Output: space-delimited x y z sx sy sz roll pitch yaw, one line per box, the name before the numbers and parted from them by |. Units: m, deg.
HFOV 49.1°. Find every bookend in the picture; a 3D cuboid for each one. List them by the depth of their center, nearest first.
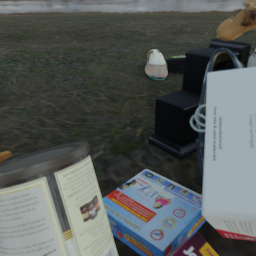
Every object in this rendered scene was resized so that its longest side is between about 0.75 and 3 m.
bookend | 1.566 -0.744 6.214 2.108 2.121 0.977 -20 32 -35

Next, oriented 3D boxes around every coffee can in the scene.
coffee can | -0.748 1.021 2.839 1.113 1.520 1.113 -14 5 1

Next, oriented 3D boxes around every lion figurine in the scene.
lion figurine | 2.065 -1.922 4.987 1.067 1.742 0.631 -38 86 -24

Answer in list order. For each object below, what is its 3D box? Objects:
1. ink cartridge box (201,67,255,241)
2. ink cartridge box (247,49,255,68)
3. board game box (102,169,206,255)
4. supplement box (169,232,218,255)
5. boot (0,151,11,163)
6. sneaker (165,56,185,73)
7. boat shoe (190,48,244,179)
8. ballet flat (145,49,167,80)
ink cartridge box | 1.989 0.352 2.855 2.160 1.570 1.562 -2 62 25
ink cartridge box | 3.167 -1.367 6.176 0.537 1.251 0.916 5 38 -29
board game box | 0.371 1.239 4.174 1.263 0.353 1.236 22 34 37
supplement box | 0.494 1.694 2.813 1.166 0.499 0.643 -24 61 -40
boot | -2.416 0.774 4.577 1.253 0.456 1.331 -24 9 32
sneaker | 2.642 -2.760 11.835 2.266 0.812 0.938 10 28 20
boat shoe | 1.649 -0.121 4.807 1.012 0.836 2.703 1 67 31
ballet flat | 1.129 -2.784 11.794 0.902 0.892 2.651 -1 26 -3
